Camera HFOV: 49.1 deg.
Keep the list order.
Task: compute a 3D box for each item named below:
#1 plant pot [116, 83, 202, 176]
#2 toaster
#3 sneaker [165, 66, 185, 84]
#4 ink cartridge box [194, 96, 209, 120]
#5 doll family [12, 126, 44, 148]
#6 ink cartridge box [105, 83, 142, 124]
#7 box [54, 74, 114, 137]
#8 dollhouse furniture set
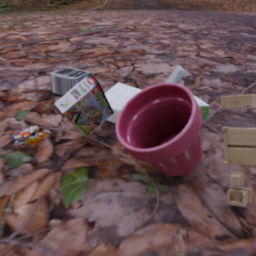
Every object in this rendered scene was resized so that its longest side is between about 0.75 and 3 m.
[{"bbox_3d":[1.066,0.231,7.620,2.214,1.982,2.214,-19,45,20],"label":"plant pot"},{"bbox_3d":[-2.728,-2.140,13.406,1.630,1.070,1.803,16,33,28],"label":"toaster"},{"bbox_3d":[1.569,-1.568,9.421,0.402,0.981,0.362,25,25,-29],"label":"sneaker"},{"bbox_3d":[2.213,-0.874,10.644,0.943,0.539,1.817,0,23,-12],"label":"ink cartridge box"},{"bbox_3d":[-3.341,0.350,9.585,0.861,0.625,1.387,-13,13,-9],"label":"doll family"},{"bbox_3d":[0.373,-0.822,11.633,2.967,0.847,2.411,22,34,12],"label":"ink cartridge box"},{"bbox_3d":[-1.269,-0.599,8.842,1.358,2.467,0.428,-42,72,-6],"label":"box"},{"bbox_3d":[3.044,0.488,6.631,1.332,2.569,1.137,0,6,37],"label":"dollhouse furniture set"}]
